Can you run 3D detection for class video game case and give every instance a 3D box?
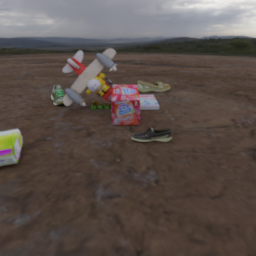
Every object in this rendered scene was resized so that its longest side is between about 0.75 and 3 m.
[{"bbox_3d":[0.649,-1.419,15.223,1.789,0.218,2.502,-1,20,-2],"label":"video game case"}]

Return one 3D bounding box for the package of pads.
[{"bbox_3d":[-4.067,0.622,8.707,1.394,0.615,1.805,-10,20,-13],"label":"package of pads"}]

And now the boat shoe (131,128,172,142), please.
[{"bbox_3d":[0.846,0.223,10.185,1.480,0.480,0.542,-1,20,-3],"label":"boat shoe"}]

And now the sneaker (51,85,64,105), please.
[{"bbox_3d":[-3.783,-1.812,15.222,0.787,0.907,2.047,-14,27,-26],"label":"sneaker"}]

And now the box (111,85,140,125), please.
[{"bbox_3d":[-0.125,-1.104,12.671,1.222,1.170,2.451,0,24,-1],"label":"box"}]

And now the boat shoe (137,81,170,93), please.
[{"bbox_3d":[1.681,-2.737,18.214,2.222,0.699,0.810,-3,20,-9],"label":"boat shoe"}]

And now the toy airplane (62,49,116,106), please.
[{"bbox_3d":[-1.864,-2.410,13.671,2.763,2.775,1.958,-5,27,-13],"label":"toy airplane"}]

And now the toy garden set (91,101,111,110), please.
[{"bbox_3d":[-1.317,-1.232,14.653,1.210,0.241,1.009,-3,20,-9],"label":"toy garden set"}]
